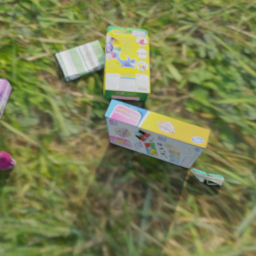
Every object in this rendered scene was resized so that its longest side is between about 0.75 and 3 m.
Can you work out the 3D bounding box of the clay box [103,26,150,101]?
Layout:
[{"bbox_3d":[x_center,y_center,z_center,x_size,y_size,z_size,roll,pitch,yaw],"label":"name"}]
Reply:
[{"bbox_3d":[-0.058,-2.217,9.494,1.478,0.612,2.573,4,67,-7],"label":"clay box"}]

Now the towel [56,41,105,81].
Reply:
[{"bbox_3d":[-1.604,-2.409,9.842,1.628,0.250,1.215,-23,70,-9],"label":"towel"}]

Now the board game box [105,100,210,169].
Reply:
[{"bbox_3d":[0.716,0.256,7.826,2.601,1.990,0.524,18,69,7],"label":"board game box"}]

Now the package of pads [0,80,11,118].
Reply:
[{"bbox_3d":[-4.612,-0.695,8.889,1.155,0.725,1.917,7,68,6],"label":"package of pads"}]

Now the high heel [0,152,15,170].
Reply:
[{"bbox_3d":[-4.315,1.141,8.034,1.928,0.925,0.649,-10,68,-4],"label":"high heel"}]

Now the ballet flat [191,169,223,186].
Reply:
[{"bbox_3d":[2.304,1.482,8.247,0.990,0.344,0.344,14,69,4],"label":"ballet flat"}]
